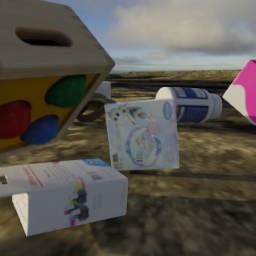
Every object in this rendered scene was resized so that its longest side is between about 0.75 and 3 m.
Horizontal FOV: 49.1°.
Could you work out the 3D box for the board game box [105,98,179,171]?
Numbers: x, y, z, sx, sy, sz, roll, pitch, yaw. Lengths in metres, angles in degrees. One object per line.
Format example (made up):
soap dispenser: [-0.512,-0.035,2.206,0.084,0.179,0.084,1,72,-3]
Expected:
board game box: [0.209,0.104,4.003,0.977,0.982,0.213,-3,9,14]

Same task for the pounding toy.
pounding toy: [-1.191,-0.057,2.138,1.748,0.800,1.536,-47,-16,33]

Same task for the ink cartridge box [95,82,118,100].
ink cartridge box: [-1.945,-1.451,11.733,2.415,1.013,2.120,10,15,39]

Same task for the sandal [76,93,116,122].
sandal: [-1.108,-0.554,8.283,1.125,0.808,2.832,2,-4,26]

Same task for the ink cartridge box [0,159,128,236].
ink cartridge box: [-0.721,0.652,2.832,1.256,0.426,0.723,-1,12,-31]

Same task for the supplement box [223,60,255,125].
supplement box: [4.216,-1.086,8.148,2.568,1.299,1.327,-9,49,-38]

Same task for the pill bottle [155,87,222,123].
pill bottle: [1.399,-0.511,6.406,1.422,0.789,0.789,0,11,-23]
